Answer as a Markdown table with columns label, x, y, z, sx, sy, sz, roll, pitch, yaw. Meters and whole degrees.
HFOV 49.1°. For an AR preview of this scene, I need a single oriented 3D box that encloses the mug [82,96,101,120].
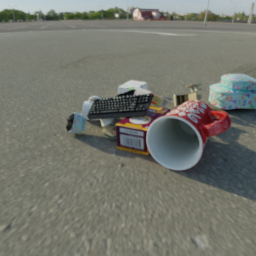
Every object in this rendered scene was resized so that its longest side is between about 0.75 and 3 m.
| label | x | y | z | sx | sy | sz | roll | pitch | yaw |
| --- | --- | --- | --- | --- | --- | --- | --- | --- | --- |
| mug | -1.498 | -0.898 | 12.787 | 0.993 | 1.132 | 0.836 | 6 | 23 | 7 |

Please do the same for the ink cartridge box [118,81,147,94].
| label | x | y | z | sx | sy | sz | roll | pitch | yaw |
| --- | --- | --- | --- | --- | --- | --- | --- | --- | --- |
| ink cartridge box | 0.264 | -2.179 | 16.025 | 1.104 | 0.638 | 1.518 | 14 | 29 | 26 |

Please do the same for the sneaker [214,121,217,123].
| label | x | y | z | sx | sy | sz | roll | pitch | yaw |
| --- | --- | --- | --- | --- | --- | --- | --- | --- | --- |
| sneaker | 3.688 | -0.201 | 12.087 | 0.737 | 0.476 | 1.359 | 2 | 23 | 9 |

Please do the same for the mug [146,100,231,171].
| label | x | y | z | sx | sy | sz | roll | pitch | yaw |
| --- | --- | --- | --- | --- | --- | --- | --- | --- | --- |
| mug | 2.331 | 0.129 | 9.959 | 2.494 | 1.875 | 2.810 | 11 | 23 | 24 |

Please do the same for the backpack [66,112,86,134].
| label | x | y | z | sx | sy | sz | roll | pitch | yaw |
| --- | --- | --- | --- | --- | --- | --- | --- | --- | --- |
| backpack | -2.101 | -0.190 | 11.375 | 0.717 | 0.846 | 0.953 | 12 | -15 | -18 |

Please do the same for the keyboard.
| label | x | y | z | sx | sy | sz | roll | pitch | yaw |
| --- | --- | --- | --- | --- | --- | --- | --- | --- | --- |
| keyboard | -0.306 | -1.021 | 11.268 | 2.648 | 0.340 | 1.590 | -2 | 44 | 26 |

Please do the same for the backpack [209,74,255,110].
| label | x | y | z | sx | sy | sz | roll | pitch | yaw |
| --- | --- | --- | --- | --- | --- | --- | --- | --- | --- |
| backpack | 5.298 | -1.754 | 14.067 | 2.320 | 1.747 | 2.060 | -9 | 26 | -6 |

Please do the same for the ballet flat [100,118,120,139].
| label | x | y | z | sx | sy | sz | roll | pitch | yaw |
| --- | --- | --- | --- | --- | --- | --- | --- | --- | --- |
| ballet flat | -0.796 | -0.432 | 11.980 | 0.852 | 0.946 | 2.511 | -26 | 22 | 13 |

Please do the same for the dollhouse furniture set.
| label | x | y | z | sx | sy | sz | roll | pitch | yaw |
| --- | --- | --- | --- | --- | --- | --- | --- | --- | --- |
| dollhouse furniture set | 2.968 | -1.445 | 13.910 | 0.932 | 1.230 | 1.403 | -5 | 0 | -13 |

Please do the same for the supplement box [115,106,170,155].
| label | x | y | z | sx | sy | sz | roll | pitch | yaw |
| --- | --- | --- | --- | --- | --- | --- | --- | --- | --- |
| supplement box | 0.655 | -0.009 | 10.998 | 1.320 | 1.025 | 2.393 | 10 | 27 | 25 |

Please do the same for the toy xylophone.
| label | x | y | z | sx | sy | sz | roll | pitch | yaw |
| --- | --- | --- | --- | --- | --- | --- | --- | --- | --- |
| toy xylophone | 1.062 | -1.306 | 12.725 | 1.578 | 0.541 | 2.155 | 25 | 7 | 35 |
